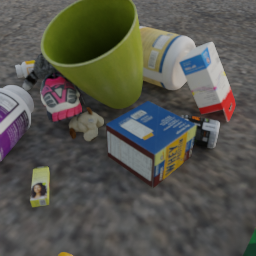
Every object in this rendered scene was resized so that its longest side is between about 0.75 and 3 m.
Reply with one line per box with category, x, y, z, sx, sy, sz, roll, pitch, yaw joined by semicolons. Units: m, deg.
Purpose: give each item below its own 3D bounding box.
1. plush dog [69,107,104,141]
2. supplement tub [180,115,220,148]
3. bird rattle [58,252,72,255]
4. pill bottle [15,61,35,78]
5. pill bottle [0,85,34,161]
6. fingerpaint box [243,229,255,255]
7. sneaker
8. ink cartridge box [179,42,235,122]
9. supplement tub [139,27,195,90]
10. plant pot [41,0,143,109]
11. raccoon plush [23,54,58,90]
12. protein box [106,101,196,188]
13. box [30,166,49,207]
plush dog;-1.226;-0.134;7.552;0.831;0.777;0.968;-13;32;22
supplement tub;1.690;0.066;7.173;1.160;0.711;0.711;12;39;15
bird rattle;-0.424;2.586;3.312;2.802;1.578;2.284;10;28;9
pill bottle;-3.483;-2.127;10.166;1.065;0.601;0.601;-14;39;-19
pill bottle;-3.306;-0.014;6.713;1.401;1.401;2.492;8;37;10
fingerpaint box;3.246;1.066;4.461;2.881;2.403;1.057;-27;45;-29
sneaker;-2.001;-1.172;8.208;1.194;1.106;2.962;-19;25;-15
ink cartridge box;2.395;-1.277;8.237;0.715;2.127;1.236;-14;22;38
supplement tub;0.866;-2.460;9.635;2.441;1.766;1.766;26;44;30
plant pot;-0.591;-1.747;7.690;2.459;2.628;2.459;-9;57;15
raccoon plush;-2.657;-1.746;9.499;1.084;1.617;0.782;32;8;9
protein box;0.526;0.308;6.613;1.480;0.999;1.470;31;47;34
box;-1.881;1.235;6.032;0.355;0.237;0.944;-7;37;-10
